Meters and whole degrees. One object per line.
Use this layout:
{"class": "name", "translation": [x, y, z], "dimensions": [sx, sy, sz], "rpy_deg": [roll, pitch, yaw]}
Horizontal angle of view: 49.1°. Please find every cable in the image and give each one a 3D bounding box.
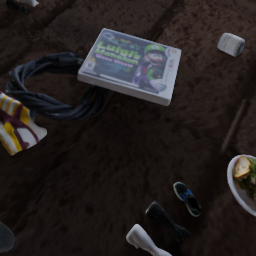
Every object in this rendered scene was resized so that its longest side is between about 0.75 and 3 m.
{"class": "cable", "translation": [-2.050, -1.144, 8.259], "dimensions": [2.950, 0.749, 2.407], "rpy_deg": [-20, 69, -37]}

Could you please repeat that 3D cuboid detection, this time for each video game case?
{"class": "video game case", "translation": [0.160, -2.072, 9.031], "dimensions": [2.847, 0.332, 2.588], "rpy_deg": [16, 51, 2]}

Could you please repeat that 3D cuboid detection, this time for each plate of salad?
{"class": "plate of salad", "translation": [3.064, 1.324, 6.610], "dimensions": [1.574, 0.378, 1.574], "rpy_deg": [12, 55, -18]}

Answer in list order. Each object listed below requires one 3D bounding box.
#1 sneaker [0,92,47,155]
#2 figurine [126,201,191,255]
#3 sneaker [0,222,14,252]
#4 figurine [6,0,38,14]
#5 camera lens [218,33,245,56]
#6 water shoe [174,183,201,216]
{"class": "sneaker", "translation": [-3.339, -0.462, 7.956], "dimensions": [1.198, 0.996, 2.659], "rpy_deg": [-28, 66, -25]}
{"class": "figurine", "translation": [0.685, 2.397, 6.226], "dimensions": [1.080, 0.477, 1.107], "rpy_deg": [37, 63, 18]}
{"class": "sneaker", "translation": [-3.442, 2.366, 6.027], "dimensions": [1.702, 1.028, 0.712], "rpy_deg": [35, 37, -28]}
{"class": "figurine", "translation": [-4.302, -5.094, 11.490], "dimensions": [0.936, 0.413, 0.959], "rpy_deg": [28, 59, 9]}
{"class": "camera lens", "translation": [3.617, -2.914, 9.792], "dimensions": [0.764, 0.611, 0.611], "rpy_deg": [34, 62, 22]}
{"class": "water shoe", "translation": [1.463, 1.658, 6.757], "dimensions": [0.334, 0.368, 0.933], "rpy_deg": [-26, 59, -17]}
